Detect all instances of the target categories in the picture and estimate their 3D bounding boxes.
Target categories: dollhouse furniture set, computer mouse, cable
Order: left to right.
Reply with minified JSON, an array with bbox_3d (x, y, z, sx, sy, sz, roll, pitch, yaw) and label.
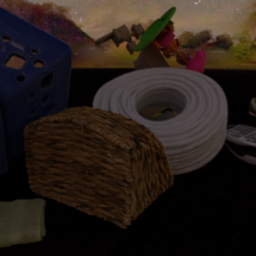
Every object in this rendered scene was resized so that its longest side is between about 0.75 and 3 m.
[{"bbox_3d":[0.194,-1.737,8.356,1.295,2.925,1.516,-32,-3,-13],"label":"dollhouse furniture set"},{"bbox_3d":[0.658,-0.305,6.114,2.912,1.008,2.913,16,49,23],"label":"cable"},{"bbox_3d":[3.109,0.602,5.692,1.485,0.594,2.708,-16,27,-34],"label":"computer mouse"}]

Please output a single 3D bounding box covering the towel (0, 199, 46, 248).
[{"bbox_3d":[-1.526,1.264,3.851,0.759,0.187,1.023,-5,16,-14],"label":"towel"}]

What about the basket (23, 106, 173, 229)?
[{"bbox_3d":[-0.443,0.367,4.652,2.110,1.506,1.572,10,19,32],"label":"basket"}]

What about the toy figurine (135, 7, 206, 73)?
[{"bbox_3d":[1.208,-1.958,7.232,1.688,1.377,1.834,40,9,-17],"label":"toy figurine"}]

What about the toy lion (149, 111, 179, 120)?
[{"bbox_3d":[1.329,-0.345,9.487,1.590,0.546,1.524,-13,12,-40],"label":"toy lion"}]

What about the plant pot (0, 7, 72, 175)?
[{"bbox_3d":[-2.506,-0.602,4.904,2.243,2.243,2.017,29,49,4],"label":"plant pot"}]

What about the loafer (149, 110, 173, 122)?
[{"bbox_3d":[0.880,0.038,6.907,2.800,0.977,0.979,-2,15,-7],"label":"loafer"}]

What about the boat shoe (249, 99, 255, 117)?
[{"bbox_3d":[5.008,-0.640,10.261,0.664,0.584,1.866,1,16,-2],"label":"boat shoe"}]
